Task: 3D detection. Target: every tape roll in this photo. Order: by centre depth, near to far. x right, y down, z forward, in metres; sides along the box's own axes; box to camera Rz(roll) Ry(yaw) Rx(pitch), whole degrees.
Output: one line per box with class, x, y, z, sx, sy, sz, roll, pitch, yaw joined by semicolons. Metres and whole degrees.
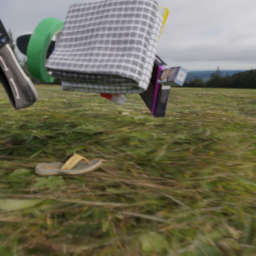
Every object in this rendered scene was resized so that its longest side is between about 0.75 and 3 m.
tape roll;-2.589;-2.572;9.358;0.499;2.076;2.076;22;15;7

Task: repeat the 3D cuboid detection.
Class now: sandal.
sandal;-1.584;0.947;7.468;1.764;0.476;0.708;-2;11;-9

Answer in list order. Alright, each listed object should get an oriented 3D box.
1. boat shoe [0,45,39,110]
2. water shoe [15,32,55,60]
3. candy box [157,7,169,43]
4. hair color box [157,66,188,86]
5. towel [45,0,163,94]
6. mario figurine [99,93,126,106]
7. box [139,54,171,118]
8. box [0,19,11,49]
boat shoe;-3.486;-1.658;7.798;0.728;2.556;0.855;-36;3;-33
water shoe;-2.916;-3.298;11.189;2.933;1.049;1.157;2;24;0
candy box;0.229;-2.436;8.010;1.198;2.344;0.310;18;-10;21
hair color box;1.033;-1.206;6.593;0.239;0.390;0.789;24;-2;-24
towel;-0.675;-2.165;7.361;2.785;2.306;1.192;6;-13;23
mario figurine;-0.822;-1.745;9.402;2.789;1.478;1.722;10;-22;33
box;0.775;-1.602;9.370;0.409;1.619;2.264;-6;36;-18
box;-3.941;-2.145;6.257;1.941;1.282;1.113;-42;-15;-19
